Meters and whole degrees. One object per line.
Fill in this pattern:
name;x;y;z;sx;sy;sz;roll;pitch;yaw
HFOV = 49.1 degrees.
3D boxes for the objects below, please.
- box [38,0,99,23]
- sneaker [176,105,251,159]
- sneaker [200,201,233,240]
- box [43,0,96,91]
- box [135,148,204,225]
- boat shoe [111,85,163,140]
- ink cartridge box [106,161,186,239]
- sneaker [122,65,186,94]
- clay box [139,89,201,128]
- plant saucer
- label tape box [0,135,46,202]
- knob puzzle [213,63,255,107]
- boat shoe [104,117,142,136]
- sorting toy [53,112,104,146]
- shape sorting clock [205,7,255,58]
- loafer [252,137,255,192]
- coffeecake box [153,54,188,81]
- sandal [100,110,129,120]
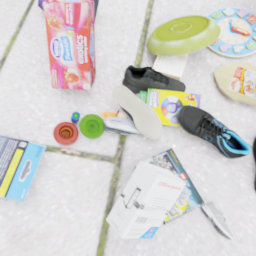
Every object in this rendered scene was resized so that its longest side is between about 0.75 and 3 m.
box;-2.492;-5.383;11.660;2.430;1.798;1.268;41;48;18
sneaker;2.828;0.062;9.182;2.669;1.093;0.977;32;84;-2
sneaker;2.811;2.808;8.570;0.514;0.468;1.253;-31;67;-14
box;-1.971;-2.921;9.918;1.465;2.938;1.403;3;27;1
box;1.294;1.848;9.080;1.412;0.390;2.068;-23;66;-11
boat shoe;0.340;-0.559;9.688;0.831;0.718;2.288;-43;95;4
ink cartridge box;0.526;2.065;7.898;0.831;1.439;1.971;35;97;45
sneaker;0.962;-1.715;10.442;2.440;1.107;0.927;9;61;3
clay box;1.433;-0.676;10.043;2.168;0.516;1.245;6;86;2
plant saucer;2.104;-3.772;11.069;2.952;0.459;2.952;-13;38;10
label tape box;-4.181;1.274;9.108;2.684;0.887;1.923;12;64;4
knob puzzle;4.349;-1.749;10.873;2.336;0.324;2.336;-1;58;2
boat shoe;-0.122;-0.002;9.905;1.552;0.551;0.560;12;42;-18
sorting toy;-1.771;0.041;9.892;1.799;0.739;1.081;-13;79;-19
shape sorting clock;4.470;-4.140;11.941;2.750;0.540;2.750;0;64;0
loafer;4.685;1.084;9.204;0.861;0.841;2.358;8;64;4
coffeecake box;1.694;-2.569;11.162;1.147;0.546;1.494;17;65;8
sandal;-0.398;-0.429;10.214;1.278;0.366;0.490;6;64;3
